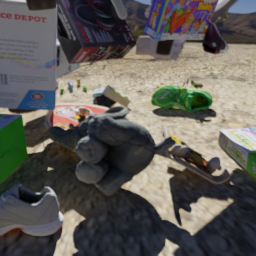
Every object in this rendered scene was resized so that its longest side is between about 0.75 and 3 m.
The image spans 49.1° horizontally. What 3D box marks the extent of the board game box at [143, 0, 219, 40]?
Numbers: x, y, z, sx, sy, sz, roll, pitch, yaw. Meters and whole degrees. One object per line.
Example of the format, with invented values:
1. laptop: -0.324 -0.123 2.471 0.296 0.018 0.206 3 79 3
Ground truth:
1. board game box: 1.555 -3.259 7.861 2.157 1.450 0.483 -14 45 -37

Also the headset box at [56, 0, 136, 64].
1. headset box: -1.393 -3.555 10.067 2.890 2.148 1.084 -18 -10 -42

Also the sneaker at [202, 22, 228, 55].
1. sneaker: 2.575 -2.883 8.983 0.770 0.504 1.333 -19 68 -27

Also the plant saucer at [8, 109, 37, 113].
1. plant saucer: -4.464 -1.006 12.245 1.496 0.258 1.496 1 21 0

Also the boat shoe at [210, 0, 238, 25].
1. boat shoe: 2.953 -3.788 9.393 0.598 1.999 0.714 37 41 -19

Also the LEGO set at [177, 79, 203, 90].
1. LEGO set: 2.557 -1.506 12.482 1.306 0.570 2.010 15 -13 13

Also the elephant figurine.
1. elephant figurine: -0.608 0.229 6.875 2.073 1.891 2.673 33 4 -22

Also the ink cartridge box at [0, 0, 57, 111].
1. ink cartridge box: -3.149 -2.118 8.038 2.139 2.960 1.253 2 29 -13

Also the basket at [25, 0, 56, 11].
1. basket: -1.906 -3.059 5.869 0.955 1.059 0.720 -14 30 -19

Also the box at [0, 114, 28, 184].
1. box: -4.187 0.626 6.467 2.503 1.372 2.837 2 21 6

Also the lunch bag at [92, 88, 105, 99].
1. lunch bag: -1.310 -1.662 13.712 0.830 0.399 1.035 1 21 2

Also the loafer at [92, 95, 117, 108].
1. loafer: -1.007 -1.025 11.801 0.643 0.647 1.778 10 24 13

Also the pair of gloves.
1. pair of gloves: 1.337 -3.735 10.300 2.074 2.440 0.428 22 9 31

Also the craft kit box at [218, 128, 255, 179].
1. craft kit box: 4.107 0.641 7.645 2.405 0.591 2.435 -6 22 -7

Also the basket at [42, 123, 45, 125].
1. basket: -2.361 -0.129 9.378 0.860 0.598 0.759 4 2 -30

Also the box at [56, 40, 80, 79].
1. box: -3.057 -3.072 12.304 0.772 1.498 2.568 18 30 16

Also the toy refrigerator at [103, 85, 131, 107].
1. toy refrigerator: -0.471 -1.384 12.123 1.183 0.414 0.449 27 21 -28

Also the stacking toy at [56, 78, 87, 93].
1. stacking toy: -3.177 -2.350 15.439 1.412 0.440 1.873 -9 24 -21

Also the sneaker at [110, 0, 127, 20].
1. sneaker: -0.357 -3.226 7.148 0.336 0.951 0.472 -29 23 -17

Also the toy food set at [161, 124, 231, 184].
1. toy food set: 1.618 0.567 6.964 1.760 0.532 1.263 30 19 -10

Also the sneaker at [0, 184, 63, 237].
1. sneaker: -2.208 1.426 5.072 1.985 0.913 0.752 -3 21 -6

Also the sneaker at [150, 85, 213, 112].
1. sneaker: 2.295 -1.255 11.852 2.672 0.989 1.116 0 17 0

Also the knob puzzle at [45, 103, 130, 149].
1. knob puzzle: -1.283 -0.250 8.916 3.264 0.453 3.264 11 30 -6
